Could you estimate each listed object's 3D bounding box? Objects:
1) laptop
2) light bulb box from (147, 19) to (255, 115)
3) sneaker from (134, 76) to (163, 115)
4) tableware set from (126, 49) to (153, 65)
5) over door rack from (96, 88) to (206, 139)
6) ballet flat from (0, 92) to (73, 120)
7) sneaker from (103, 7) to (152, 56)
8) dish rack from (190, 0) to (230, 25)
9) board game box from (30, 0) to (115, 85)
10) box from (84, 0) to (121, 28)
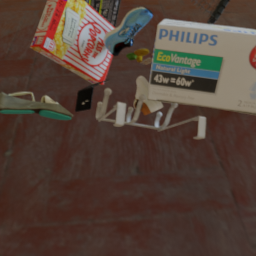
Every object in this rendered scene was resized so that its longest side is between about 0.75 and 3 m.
[{"bbox_3d":[-0.880,-0.776,6.758,0.429,0.736,0.830,13,80,-36],"label":"laptop"},{"bbox_3d":[2.022,-1.702,7.147,2.741,1.725,2.765,9,25,7],"label":"light bulb box"},{"bbox_3d":[0.409,-1.018,8.643,0.770,0.662,1.819,-31,33,6],"label":"sneaker"},{"bbox_3d":[0.770,-2.671,9.678,1.134,1.683,0.258,4,77,-39],"label":"tableware set"},{"bbox_3d":[0.436,-0.417,7.331,2.152,0.970,2.913,8,2,-16],"label":"over door rack"},{"bbox_3d":[-2.514,-0.643,7.766,2.033,0.685,0.648,6,77,-25],"label":"ballet flat"},{"bbox_3d":[0.081,-3.074,9.216,0.768,1.959,0.881,12,50,-49],"label":"sneaker"},{"bbox_3d":[2.673,-4.484,9.502,1.623,0.443,1.245,35,80,-14],"label":"dish rack"},{"bbox_3d":[-1.608,-2.946,9.315,0.642,2.771,2.099,12,82,39],"label":"board game box"},{"bbox_3d":[-1.391,-4.487,11.026,1.963,2.450,0.542,-10,58,-21],"label":"box"}]
